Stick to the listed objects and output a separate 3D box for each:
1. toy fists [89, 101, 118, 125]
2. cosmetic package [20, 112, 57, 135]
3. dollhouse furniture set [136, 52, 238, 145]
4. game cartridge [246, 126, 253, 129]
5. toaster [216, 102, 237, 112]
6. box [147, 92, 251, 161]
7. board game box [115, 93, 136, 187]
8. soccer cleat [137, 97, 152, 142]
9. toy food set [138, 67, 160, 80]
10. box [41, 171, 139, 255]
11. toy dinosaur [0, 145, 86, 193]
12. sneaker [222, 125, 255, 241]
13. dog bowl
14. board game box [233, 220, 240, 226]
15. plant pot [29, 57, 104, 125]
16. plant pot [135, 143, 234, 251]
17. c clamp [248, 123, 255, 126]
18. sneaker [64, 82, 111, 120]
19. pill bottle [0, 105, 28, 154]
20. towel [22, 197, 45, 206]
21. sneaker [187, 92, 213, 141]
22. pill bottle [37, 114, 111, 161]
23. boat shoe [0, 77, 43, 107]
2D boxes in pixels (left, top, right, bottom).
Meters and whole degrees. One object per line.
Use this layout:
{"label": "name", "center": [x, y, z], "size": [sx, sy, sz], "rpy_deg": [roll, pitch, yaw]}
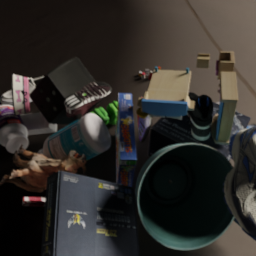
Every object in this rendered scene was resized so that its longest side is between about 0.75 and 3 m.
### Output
{"label": "toy fists", "center": [-0.843, -0.428, 10.818], "size": [1.890, 0.963, 0.650], "rpy_deg": [-24, 58, -32]}
{"label": "cosmetic package", "center": [-3.392, -0.171, 10.513], "size": [1.339, 0.568, 0.720], "rpy_deg": [-5, 71, 17]}
{"label": "dollhouse furniture set", "center": [1.852, -0.970, 8.998], "size": [2.822, 1.841, 2.664], "rpy_deg": [4, 47, 13]}
{"label": "game cartridge", "center": [4.923, 0.278, 10.863], "size": [1.284, 0.260, 0.856], "rpy_deg": [3, 44, 12]}
{"label": "toaster", "center": [3.826, -0.468, 11.270], "size": [0.929, 0.818, 1.439], "rpy_deg": [-7, 42, -1]}
{"label": "box", "center": [2.488, 0.330, 10.006], "size": [2.582, 1.541, 2.625], "rpy_deg": [28, 51, 24]}
{"label": "board game box", "center": [-0.126, 0.497, 9.423], "size": [0.497, 1.951, 2.883], "rpy_deg": [1, 46, -5]}
{"label": "soccer cleat", "center": [0.530, -0.283, 9.377], "size": [0.564, 1.540, 0.525], "rpy_deg": [16, 15, 8]}
{"label": "toy food set", "center": [1.045, -2.694, 13.662], "size": [1.076, 0.484, 0.514], "rpy_deg": [4, 46, 4]}
{"label": "box", "center": [-0.862, 2.340, 7.104], "size": [2.551, 0.651, 2.012], "rpy_deg": [22, 52, -37]}
{"label": "toy dinosaur", "center": [-2.714, 1.525, 8.773], "size": [1.985, 2.929, 1.257], "rpy_deg": [29, 55, -24]}
{"label": "sneaker", "center": [2.823, 0.944, 5.952], "size": [1.097, 1.213, 2.848], "rpy_deg": [28, 48, -15]}
{"label": "dog bowl", "center": [-3.343, -1.029, 8.750], "size": [0.469, 1.273, 1.273], "rpy_deg": [-2, 45, -19]}
{"label": "board game box", "center": [3.027, 1.990, 7.870], "size": [0.269, 1.290, 1.907], "rpy_deg": [-20, 47, -36]}
{"label": "plant pot", "center": [-2.180, -1.117, 9.425], "size": [1.755, 1.751, 1.557], "rpy_deg": [54, 32, 3]}
{"label": "plant pot", "center": [1.378, 1.648, 7.736], "size": [2.676, 2.676, 1.793], "rpy_deg": [-9, 6, -9]}
{"label": "c clamp", "center": [5.063, 0.085, 11.235], "size": [0.643, 0.102, 0.753], "rpy_deg": [-5, 47, -5]}
{"label": "sneaker", "center": [-1.265, -0.787, 8.552], "size": [1.611, 0.931, 0.610], "rpy_deg": [-28, 66, -32]}
{"label": "pill bottle", "center": [-4.016, 0.053, 9.544], "size": [0.970, 0.970, 1.741], "rpy_deg": [-24, 48, -22]}
{"label": "towel", "center": [-2.180, 2.026, 7.777], "size": [1.420, 1.023, 0.162], "rpy_deg": [7, 82, -20]}
{"label": "sneaker", "center": [2.328, -0.763, 9.104], "size": [0.795, 1.217, 2.176], "rpy_deg": [-3, 44, -1]}
{"label": "pill bottle", "center": [-1.851, 0.597, 9.265], "size": [2.387, 1.323, 1.323], "rpy_deg": [-28, 42, 20]}
{"label": "boat shoe", "center": [-4.279, -1.754, 12.439], "size": [2.814, 0.925, 1.012], "rpy_deg": [-16, 48, -15]}
